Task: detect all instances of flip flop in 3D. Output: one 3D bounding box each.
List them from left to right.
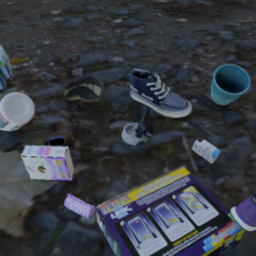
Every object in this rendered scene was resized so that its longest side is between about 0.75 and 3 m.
[{"bbox_3d":[-1.604,-1.338,10.574,2.290,0.659,0.929,1,72,47],"label":"flip flop"}]

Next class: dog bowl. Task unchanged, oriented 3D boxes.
[{"bbox_3d":[0.239,0.187,9.455,0.907,0.266,0.907,3,40,-3],"label":"dog bowl"}]

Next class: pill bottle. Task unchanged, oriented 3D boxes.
[{"bbox_3d":[-3.779,-0.442,9.061,1.007,1.007,1.685,-41,14,-37],"label":"pill bottle"}]

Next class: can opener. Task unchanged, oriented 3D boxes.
[{"bbox_3d":[0.513,-0.176,9.406,0.625,0.504,1.589,32,32,-15],"label":"can opener"}]

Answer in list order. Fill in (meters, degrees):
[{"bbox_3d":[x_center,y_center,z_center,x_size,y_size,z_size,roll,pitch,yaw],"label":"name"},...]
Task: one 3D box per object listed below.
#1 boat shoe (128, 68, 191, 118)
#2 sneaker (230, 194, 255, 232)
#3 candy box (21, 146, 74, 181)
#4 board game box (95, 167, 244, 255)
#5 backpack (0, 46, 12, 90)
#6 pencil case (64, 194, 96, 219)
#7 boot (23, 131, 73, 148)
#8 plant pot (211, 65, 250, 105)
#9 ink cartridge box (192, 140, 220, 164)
[{"bbox_3d":[1.091,-1.339,10.377,2.647,1.227,0.988,23,61,27],"label":"boat shoe"},{"bbox_3d":[3.083,1.774,6.173,1.876,0.821,0.710,9,37,-46],"label":"sneaker"},{"bbox_3d":[-2.250,1.008,7.937,1.224,1.026,0.438,1,43,4],"label":"candy box"},{"bbox_3d":[0.905,2.320,6.635,2.693,0.763,2.226,-19,41,-22],"label":"board game box"},{"bbox_3d":[-5.430,-2.398,11.350,1.266,1.723,1.577,-15,45,-17],"label":"backpack"},{"bbox_3d":[-1.258,2.050,7.305,0.829,0.354,0.348,18,29,19],"label":"pencil case"},{"bbox_3d":[-2.556,0.430,8.647,1.592,0.595,0.772,-13,8,-1],"label":"boot"},{"bbox_3d":[3.688,-1.497,10.538,1.287,1.209,1.287,1,66,-1],"label":"plant pot"},{"bbox_3d":[2.404,0.692,8.660,0.759,0.440,0.257,37,45,24],"label":"ink cartridge box"}]
